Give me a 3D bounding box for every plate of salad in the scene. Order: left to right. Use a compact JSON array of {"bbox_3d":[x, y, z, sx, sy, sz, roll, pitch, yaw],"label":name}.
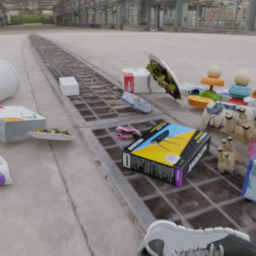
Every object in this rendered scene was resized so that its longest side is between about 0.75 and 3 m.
[{"bbox_3d":[-2.650,0.196,9.740,1.592,0.382,1.592,4,-7,1],"label":"plate of salad"},{"bbox_3d":[1.700,-2.301,13.628,0.685,2.850,2.850,-35,30,-2],"label":"plate of salad"}]

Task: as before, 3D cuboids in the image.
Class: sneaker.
[{"bbox_3d":[-4.120,1.075,8.014,0.948,0.863,2.145,-26,35,-31],"label":"sneaker"},{"bbox_3d":[-0.035,0.289,10.349,1.048,0.414,0.500,10,44,27],"label":"sneaker"},{"bbox_3d":[3.263,-2.034,15.159,1.760,0.632,0.638,12,32,31],"label":"sneaker"},{"bbox_3d":[1.129,2.327,4.901,2.154,0.808,1.244,-4,10,31],"label":"sneaker"}]

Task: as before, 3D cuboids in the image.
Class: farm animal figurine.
[{"bbox_3d":[3.773,0.426,8.727,2.533,1.321,2.506,-18,33,4],"label":"farm animal figurine"}]

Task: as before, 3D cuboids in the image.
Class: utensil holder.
[{"bbox_3d":[-6.820,-2.124,13.741,1.979,1.979,2.329,6,27,13],"label":"utensil holder"}]

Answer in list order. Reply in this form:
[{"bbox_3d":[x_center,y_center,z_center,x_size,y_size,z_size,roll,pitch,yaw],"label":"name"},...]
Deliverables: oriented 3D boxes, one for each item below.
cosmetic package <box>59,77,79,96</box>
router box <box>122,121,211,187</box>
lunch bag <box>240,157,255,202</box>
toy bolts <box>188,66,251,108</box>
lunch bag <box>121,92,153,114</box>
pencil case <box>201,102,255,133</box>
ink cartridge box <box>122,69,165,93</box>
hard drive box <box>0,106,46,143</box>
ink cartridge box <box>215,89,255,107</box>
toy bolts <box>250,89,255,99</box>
[{"bbox_3d":[-3.364,-2.366,15.872,0.863,0.606,1.701,-8,25,-16],"label":"cosmetic package"},{"bbox_3d":[1.305,0.685,8.966,1.954,0.669,2.619,15,29,28],"label":"router box"},{"bbox_3d":[4.175,1.331,6.964,2.041,1.300,1.735,-6,22,-39],"label":"lunch bag"},{"bbox_3d":[4.253,-1.842,12.917,2.600,1.803,2.484,21,22,37],"label":"toy bolts"},{"bbox_3d":[0.398,-1.138,12.676,1.363,0.515,1.092,24,7,-37],"label":"lunch bag"},{"bbox_3d":[4.200,-0.207,10.463,2.912,1.302,1.133,15,57,30],"label":"pencil case"},{"bbox_3d":[0.933,-2.739,16.164,2.515,1.042,1.846,-1,24,-3],"label":"ink cartridge box"},{"bbox_3d":[-4.301,-0.197,10.478,2.023,0.777,1.576,21,19,39],"label":"hard drive box"},{"bbox_3d":[5.337,-1.518,14.269,0.999,0.394,2.008,-11,28,-23],"label":"ink cartridge box"},{"bbox_3d":[6.451,-1.627,14.609,0.843,0.584,0.805,10,65,-1],"label":"toy bolts"}]
